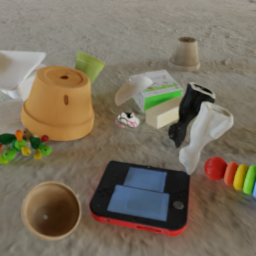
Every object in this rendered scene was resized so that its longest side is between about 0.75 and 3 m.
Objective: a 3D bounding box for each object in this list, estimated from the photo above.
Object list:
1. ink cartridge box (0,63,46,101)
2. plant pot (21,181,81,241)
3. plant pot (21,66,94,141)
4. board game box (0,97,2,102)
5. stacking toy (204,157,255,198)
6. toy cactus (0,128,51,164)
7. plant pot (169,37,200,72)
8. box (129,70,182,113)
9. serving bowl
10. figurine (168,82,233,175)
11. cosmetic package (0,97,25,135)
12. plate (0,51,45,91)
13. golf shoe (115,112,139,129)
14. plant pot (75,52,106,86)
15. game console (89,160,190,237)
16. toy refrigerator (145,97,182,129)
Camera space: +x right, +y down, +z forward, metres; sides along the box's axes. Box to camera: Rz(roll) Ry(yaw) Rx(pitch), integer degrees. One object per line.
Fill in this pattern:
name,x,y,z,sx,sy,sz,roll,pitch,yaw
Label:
ink cartridge box,-5.152,-2.442,13.537,2.744,1.164,1.999,26,44,33
plant pot,-2.062,2.229,7.330,1.516,0.700,1.516,20,46,-23
plant pot,-2.544,-1.083,10.539,2.744,1.921,2.744,11,33,-7
board game box,-6.342,-1.071,11.889,1.745,0.899,0.915,-15,39,-20
stacking toy,3.577,1.518,8.298,2.713,1.158,1.158,16,39,28
toy cactus,-3.816,0.378,9.846,2.570,1.314,2.121,-3,25,13
plant pot,3.178,-4.157,15.585,1.745,1.514,1.745,-1,37,1
box,1.176,-1.706,12.554,1.860,0.899,1.641,-15,47,-20
serving bowl,0.130,-1.521,10.976,1.665,0.548,1.665,-32,5,3
figurine,2.116,0.048,9.086,1.012,2.294,2.351,16,29,-17
cosmetic package,-5.079,-0.278,11.032,2.434,0.629,1.835,-21,40,-27
plate,-5.391,-2.474,12.257,2.814,0.456,2.820,7,46,14
golf shoe,0.082,-0.265,8.951,0.411,0.521,1.132,47,22,21
plant pot,-1.935,-2.558,12.772,1.409,1.338,1.409,25,1,-1
game console,0.417,1.910,8.244,2.707,0.420,2.394,8,37,10
toy refrigerator,1.638,-0.633,11.536,1.854,0.649,0.704,-25,37,-31
